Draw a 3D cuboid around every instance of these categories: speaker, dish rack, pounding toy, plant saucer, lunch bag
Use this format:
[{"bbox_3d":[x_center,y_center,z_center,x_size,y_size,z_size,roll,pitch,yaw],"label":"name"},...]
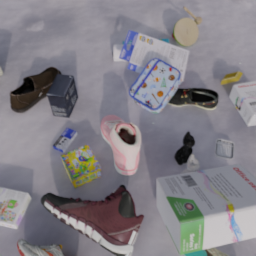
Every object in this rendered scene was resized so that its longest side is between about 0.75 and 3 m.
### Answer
[{"bbox_3d":[0.244,-3.541,13.194,1.942,0.788,0.788,-2,51,-1],"label":"speaker"},{"bbox_3d":[3.458,0.787,10.079,0.681,0.173,0.794,13,52,9],"label":"dish rack"},{"bbox_3d":[2.866,-4.998,14.298,1.366,0.821,1.770,23,88,-19],"label":"pounding toy"},{"bbox_3d":[4.418,-2.173,12.029,0.793,0.192,0.793,-9,26,41],"label":"plant saucer"},{"bbox_3d":[1.026,-1.667,11.215,1.643,0.775,2.050,36,88,18],"label":"lunch bag"}]

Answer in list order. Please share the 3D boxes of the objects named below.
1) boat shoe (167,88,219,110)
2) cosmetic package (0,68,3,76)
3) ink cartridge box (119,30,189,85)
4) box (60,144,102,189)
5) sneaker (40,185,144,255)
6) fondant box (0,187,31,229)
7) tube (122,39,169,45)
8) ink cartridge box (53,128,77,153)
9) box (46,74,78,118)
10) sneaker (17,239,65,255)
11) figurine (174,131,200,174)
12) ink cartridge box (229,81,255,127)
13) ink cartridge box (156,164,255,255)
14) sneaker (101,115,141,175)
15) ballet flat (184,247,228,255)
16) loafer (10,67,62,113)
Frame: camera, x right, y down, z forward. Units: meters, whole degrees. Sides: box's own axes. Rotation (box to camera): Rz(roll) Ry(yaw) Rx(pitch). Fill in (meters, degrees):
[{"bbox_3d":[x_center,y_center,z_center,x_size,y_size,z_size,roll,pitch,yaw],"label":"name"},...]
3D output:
[{"bbox_3d":[2.479,-1.301,11.373,2.329,0.730,0.852,10,64,14],"label":"boat shoe"},{"bbox_3d":[-6.699,-2.224,11.818,0.876,1.297,2.466,26,57,20],"label":"cosmetic package"},{"bbox_3d":[1.136,-3.062,12.289,2.909,0.610,1.736,19,66,-6],"label":"ink cartridge box"},{"bbox_3d":[-1.563,1.273,9.376,1.015,0.643,1.054,-22,54,-17],"label":"box"},{"bbox_3d":[-0.892,2.209,8.025,2.969,1.123,1.715,27,72,13],"label":"sneaker"},{"bbox_3d":[-3.894,2.405,8.607,1.435,0.418,1.035,9,51,9],"label":"fondant box"},{"bbox_3d":[0.852,-4.040,13.815,2.344,0.591,0.908,-1,46,7],"label":"tube"},{"bbox_3d":[-2.319,0.445,10.332,0.441,0.207,0.938,20,54,15],"label":"ink cartridge box"},{"bbox_3d":[-2.555,-1.254,11.055,0.720,1.227,1.206,8,51,7],"label":"box"},{"bbox_3d":[-2.191,3.498,7.620,1.830,0.712,0.752,24,50,7],"label":"sneaker"},{"bbox_3d":[1.950,1.039,9.093,0.610,1.382,1.416,-1,51,-1],"label":"figurine"},{"bbox_3d":[5.023,-0.993,11.165,1.237,0.717,1.709,-10,52,-8],"label":"ink cartridge box"},{"bbox_3d":[2.369,2.141,7.840,2.731,1.147,1.978,-8,24,-10],"label":"ink cartridge box"},{"bbox_3d":[-0.239,0.111,9.616,1.065,1.479,2.829,-6,41,-15],"label":"sneaker"},{"bbox_3d":[2.217,3.502,7.691,2.060,0.695,0.642,32,26,20],"label":"ballet flat"},{"bbox_3d":[-3.777,-1.753,11.614,1.000,0.978,2.741,23,55,18],"label":"loafer"}]
